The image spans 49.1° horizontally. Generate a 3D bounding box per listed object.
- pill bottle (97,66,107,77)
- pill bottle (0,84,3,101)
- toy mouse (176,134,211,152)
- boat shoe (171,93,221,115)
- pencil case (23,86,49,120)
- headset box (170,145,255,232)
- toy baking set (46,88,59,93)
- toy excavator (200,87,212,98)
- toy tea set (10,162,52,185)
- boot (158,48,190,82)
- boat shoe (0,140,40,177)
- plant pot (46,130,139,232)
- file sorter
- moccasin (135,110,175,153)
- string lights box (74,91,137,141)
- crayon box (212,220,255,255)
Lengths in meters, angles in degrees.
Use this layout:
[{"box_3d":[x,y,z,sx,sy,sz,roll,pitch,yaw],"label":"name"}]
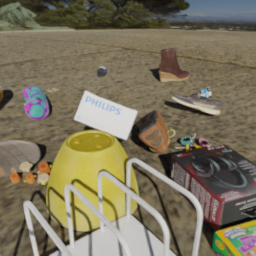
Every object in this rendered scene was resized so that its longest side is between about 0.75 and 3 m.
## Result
[{"box_3d":[-1.587,-3.377,16.795,0.523,0.523,0.935,3,25,6],"label":"pill bottle"},{"box_3d":[-5.865,-1.243,11.054,1.368,1.368,2.504,-2,24,-4],"label":"pill bottle"},{"box_3d":[2.050,0.494,8.574,1.226,0.237,1.090,4,25,8],"label":"toy mouse"},{"box_3d":[2.660,-1.055,10.869,1.934,0.627,0.696,22,15,21],"label":"boat shoe"},{"box_3d":[-3.729,-1.055,11.238,0.924,0.851,2.000,20,13,-29],"label":"pencil case"},{"box_3d":[2.131,1.269,6.153,1.590,0.825,2.137,-9,24,-19],"label":"headset box"},{"box_3d":[-3.801,-1.889,14.062,0.713,0.083,0.547,14,25,28],"label":"toy baking set"},{"box_3d":[3.492,-1.555,13.049,0.804,0.401,0.782,-10,24,11],"label":"toy excavator"},{"box_3d":[-2.430,1.182,7.078,1.020,0.377,0.606,2,54,-3],"label":"toy tea set"},{"box_3d":[2.647,-3.535,15.603,2.144,1.784,0.776,-14,28,-28],"label":"boot"},{"box_3d":[-3.660,0.715,7.232,2.648,1.003,0.951,-7,24,-19],"label":"boat shoe"},{"box_3d":[-0.796,0.928,6.105,2.087,1.482,2.087,0,24,0],"label":"plant pot"},{"box_3d":[-0.477,1.790,4.022,2.644,1.647,1.835,-18,30,-33],"label":"file sorter"},{"box_3d":[0.823,0.096,8.411,0.953,1.005,2.605,-36,10,3],"label":"moccasin"},{"box_3d":[-0.571,-0.239,7.744,1.346,0.773,2.620,22,-3,-1],"label":"string lights box"},{"box_3d":[2.316,2.074,4.855,1.434,0.418,0.851,-8,26,-17],"label":"crayon box"}]
